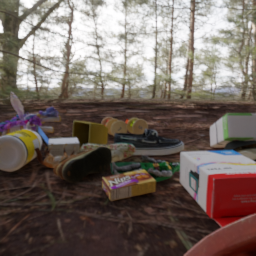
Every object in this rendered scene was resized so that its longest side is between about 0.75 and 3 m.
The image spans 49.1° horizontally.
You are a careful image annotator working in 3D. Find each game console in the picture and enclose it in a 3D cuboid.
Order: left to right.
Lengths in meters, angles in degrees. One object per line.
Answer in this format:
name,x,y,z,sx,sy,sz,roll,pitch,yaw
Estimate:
game console,-2.898,0.375,10.946,1.309,0.866,1.489,-2,12,-16

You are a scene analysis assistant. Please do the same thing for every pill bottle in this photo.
pill bottle,-3.433,0.620,8.902,1.074,1.074,1.917,0,8,1

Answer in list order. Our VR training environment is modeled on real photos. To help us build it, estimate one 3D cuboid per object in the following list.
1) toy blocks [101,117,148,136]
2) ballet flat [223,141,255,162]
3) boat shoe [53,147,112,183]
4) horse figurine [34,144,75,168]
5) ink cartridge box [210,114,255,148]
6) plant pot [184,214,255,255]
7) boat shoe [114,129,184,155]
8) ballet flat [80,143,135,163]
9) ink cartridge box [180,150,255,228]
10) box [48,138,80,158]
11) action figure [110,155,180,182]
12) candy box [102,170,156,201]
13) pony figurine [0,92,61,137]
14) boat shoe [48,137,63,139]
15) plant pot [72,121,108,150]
toy blocks,-0.328,-0.130,14.377,1.943,0.846,2.331,-4,10,-22
ballet flat,4.357,0.809,8.862,2.541,0.864,0.869,-7,15,23
boat shoe,-1.251,0.951,7.919,0.734,0.752,1.988,3,8,34
horse figurine,-2.179,0.909,8.604,1.399,0.349,0.927,0,53,-5
ink cartridge box,4.054,0.147,10.265,1.561,0.902,2.146,0,-11,0
plant pot,1.638,1.368,1.315,2.220,2.282,2.282,3,5,-40
boat shoe,0.776,0.476,10.340,2.643,0.896,0.948,-1,9,-4
ballet flat,-0.702,0.879,9.199,1.881,0.711,0.601,-2,38,11
ink cartridge box,2.162,1.191,5.958,1.454,0.842,2.503,-1,10,-8
box,-2.160,0.743,9.429,0.996,0.654,1.001,-2,9,-14
action figure,0.513,1.096,7.393,1.840,0.503,1.087,-3,31,-12
candy box,0.007,1.318,6.531,1.108,0.313,0.646,-6,18,-20
pony figurine,-4.611,-0.297,13.043,2.655,2.211,2.563,-10,-19,-35
boat shoe,-3.104,0.506,12.153,0.797,0.284,0.257,2,10,20
plant pot,-1.433,0.289,11.153,1.096,1.103,1.129,9,8,44
